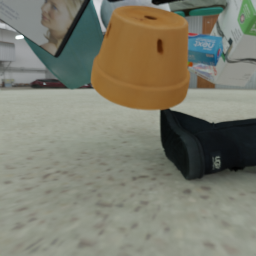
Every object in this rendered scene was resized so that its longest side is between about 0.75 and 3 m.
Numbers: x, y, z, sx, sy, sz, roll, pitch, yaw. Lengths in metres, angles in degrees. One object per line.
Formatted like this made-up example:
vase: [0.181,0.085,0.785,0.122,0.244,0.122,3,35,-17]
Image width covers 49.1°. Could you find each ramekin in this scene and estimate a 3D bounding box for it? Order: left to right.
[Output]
ramekin: [0.262,-2.927,7.675,1.955,0.953,1.955,-12,-26,-6]

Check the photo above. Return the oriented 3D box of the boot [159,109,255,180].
boot: [1.963,0.190,5.872,2.280,1.036,2.713,-5,17,-6]

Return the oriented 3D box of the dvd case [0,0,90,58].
dvd case: [-1.418,-2.463,4.534,1.723,2.415,0.212,34,43,-14]

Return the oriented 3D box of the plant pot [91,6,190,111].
plant pot: [0.329,-1.456,5.429,2.004,1.403,2.004,7,37,-5]

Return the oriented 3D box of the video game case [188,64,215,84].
video game case: [3.098,-2.112,10.587,1.304,0.150,1.188,-25,49,-40]

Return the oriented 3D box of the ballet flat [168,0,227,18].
ballet flat: [1.813,-3.833,8.792,2.405,0.766,0.811,-5,-1,11]

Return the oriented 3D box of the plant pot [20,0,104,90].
plant pot: [-1.577,-2.564,7.472,1.899,2.687,1.898,-22,34,6]

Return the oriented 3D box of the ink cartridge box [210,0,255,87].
ink cartridge box: [3.512,-2.876,8.719,1.127,1.953,2.674,4,-34,-7]

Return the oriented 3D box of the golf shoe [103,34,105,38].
golf shoe: [0.120,-3.433,9.575,2.430,1.148,0.945,-37,13,42]

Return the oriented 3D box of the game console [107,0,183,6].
game console: [0.340,-3.233,5.885,2.248,1.326,0.271,9,8,39]

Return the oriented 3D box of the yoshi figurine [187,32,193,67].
yoshi figurine: [1.496,-2.648,9.636,1.291,1.296,2.305,30,-20,-24]

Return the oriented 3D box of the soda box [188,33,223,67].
soda box: [1.520,-2.024,7.031,1.560,0.529,0.500,19,-15,28]
